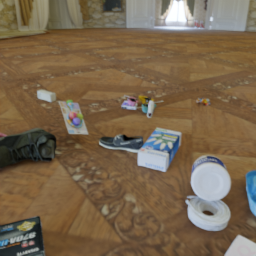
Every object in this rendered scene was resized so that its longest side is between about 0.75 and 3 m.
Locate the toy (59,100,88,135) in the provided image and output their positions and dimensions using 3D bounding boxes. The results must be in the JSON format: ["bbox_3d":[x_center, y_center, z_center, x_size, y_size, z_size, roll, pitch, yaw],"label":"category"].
[{"bbox_3d":[-2.192,-0.497,11.543,0.927,0.380,1.610,2,52,-42],"label":"toy"}]

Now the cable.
[{"bbox_3d":[2.214,2.352,7.744,1.125,0.390,1.125,-1,27,-6],"label":"cable"}]

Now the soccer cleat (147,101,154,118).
[{"bbox_3d":[1.097,-0.874,13.393,0.288,0.825,0.356,6,14,-8],"label":"soccer cleat"}]

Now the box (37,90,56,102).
[{"bbox_3d":[-4.692,-1.847,16.084,1.135,0.466,0.388,18,31,29],"label":"box"}]

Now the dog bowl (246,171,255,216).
[{"bbox_3d":[4.087,2.007,8.331,1.078,0.479,1.934,6,27,12],"label":"dog bowl"}]

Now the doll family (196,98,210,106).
[{"bbox_3d":[4.119,-1.515,15.498,0.522,0.379,0.840,-15,30,-28],"label":"doll family"}]

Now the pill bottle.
[{"bbox_3d":[2.456,1.415,8.478,1.053,1.053,1.895,7,6,13],"label":"pill bottle"}]

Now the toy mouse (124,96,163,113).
[{"bbox_3d":[0.661,-1.190,14.648,2.132,0.413,1.895,16,27,7],"label":"toy mouse"}]

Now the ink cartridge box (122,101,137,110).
[{"bbox_3d":[0.090,-1.230,15.161,0.753,0.165,0.760,5,29,10],"label":"ink cartridge box"}]

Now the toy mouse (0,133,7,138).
[{"bbox_3d":[-5.347,0.634,10.709,2.392,0.463,2.126,1,39,-28],"label":"toy mouse"}]

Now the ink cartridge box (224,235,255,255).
[{"bbox_3d":[2.883,3.353,5.619,2.153,0.614,1.750,17,30,38],"label":"ink cartridge box"}]

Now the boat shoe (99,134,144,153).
[{"bbox_3d":[-0.278,0.506,11.198,1.855,0.627,0.666,6,28,16],"label":"boat shoe"}]

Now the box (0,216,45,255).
[{"bbox_3d":[-2.855,2.846,6.773,1.542,0.355,1.226,-9,28,-18],"label":"box"}]

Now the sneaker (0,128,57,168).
[{"bbox_3d":[-3.703,0.798,10.107,1.567,1.046,2.736,12,23,36],"label":"sneaker"}]

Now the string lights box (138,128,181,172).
[{"bbox_3d":[1.231,0.781,10.620,1.062,0.610,2.067,11,29,21],"label":"string lights box"}]
